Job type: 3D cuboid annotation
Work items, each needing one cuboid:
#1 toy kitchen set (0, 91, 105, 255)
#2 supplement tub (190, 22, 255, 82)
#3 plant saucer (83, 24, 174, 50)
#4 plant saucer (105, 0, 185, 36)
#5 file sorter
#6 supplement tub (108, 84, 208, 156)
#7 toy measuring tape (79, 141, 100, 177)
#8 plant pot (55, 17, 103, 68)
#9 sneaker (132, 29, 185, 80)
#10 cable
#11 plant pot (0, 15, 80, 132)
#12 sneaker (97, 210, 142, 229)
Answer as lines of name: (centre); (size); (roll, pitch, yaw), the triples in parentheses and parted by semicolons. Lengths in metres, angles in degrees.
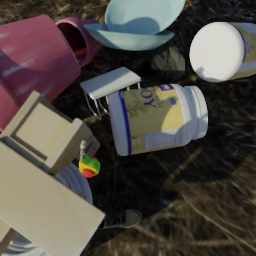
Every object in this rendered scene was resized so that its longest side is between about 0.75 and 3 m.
toy kitchen set: (-1.561, 1.398, 6.130); (2.438, 2.696, 2.988); (33, 80, 8)
supplement tub: (3.270, -2.373, 8.705); (2.344, 1.704, 1.704); (-16, 52, -38)
plant saucer: (0.019, -2.787, 8.628); (2.771, 0.533, 2.771); (4, 25, -2)
plant saucer: (0.574, -3.867, 9.274); (2.731, 0.526, 2.731); (-9, 65, 19)
file sorter: (-0.465, -1.014, 8.366); (1.499, 0.933, 1.040); (-24, 37, -17)
supplement tub: (0.728, -0.250, 7.431); (2.314, 1.682, 1.682); (-10, 54, -6)
toy measuring tape: (-0.662, 0.586, 4.916); (0.383, 1.040, 0.383); (5, 53, -6)
plant pot: (-1.609, -3.066, 9.731); (1.625, 1.625, 1.454); (26, 41, 18)
sneaker: (0.676, -2.714, 9.666); (1.592, 1.062, 2.779); (-13, 60, -18)
cable: (-2.158, 1.914, 6.258); (2.734, 0.946, 2.733); (-3, 57, -4)
plant pot: (-2.826, -1.583, 7.502); (2.548, 2.847, 2.847); (-33, 60, -11)
sneaker: (-0.246, 2.089, 6.268); (1.059, 0.562, 0.396); (-10, 79, 11)
